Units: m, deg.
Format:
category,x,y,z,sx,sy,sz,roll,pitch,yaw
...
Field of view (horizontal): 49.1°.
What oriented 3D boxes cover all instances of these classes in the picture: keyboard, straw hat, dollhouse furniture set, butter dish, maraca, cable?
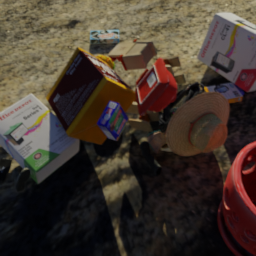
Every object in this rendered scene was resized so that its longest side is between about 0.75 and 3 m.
category,x,y,z,sx,sy,sz,roll,pitch,yaw
keyboard,-4.311,1.427,9.456,0.537,0.115,0.895,7,49,-3
straw hat,2.465,0.152,8.729,2.435,2.435,1.030,-17,35,-14
dollhouse furniture set,0.600,-1.774,10.471,1.498,2.876,2.908,9,51,39
butter dish,0.962,-1.067,8.245,1.046,1.411,1.415,22,37,-25
maraca,-1.396,-2.750,12.530,1.615,0.864,1.107,-10,54,-12
cable,1.635,-0.706,9.562,2.058,0.523,1.679,-53,20,-9

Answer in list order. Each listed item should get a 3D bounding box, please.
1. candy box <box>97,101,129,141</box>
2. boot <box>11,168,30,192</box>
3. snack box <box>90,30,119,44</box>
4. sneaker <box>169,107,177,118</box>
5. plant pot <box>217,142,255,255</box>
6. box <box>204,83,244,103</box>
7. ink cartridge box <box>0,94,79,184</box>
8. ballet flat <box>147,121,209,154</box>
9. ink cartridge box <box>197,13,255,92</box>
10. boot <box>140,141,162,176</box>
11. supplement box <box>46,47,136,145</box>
category,x,y,z,sx,sy,sz,roll,pitch,yaw
candy box,-0.423,-0.180,8.126,0.367,0.953,0.806,19,71,25
boot,-3.367,1.444,8.600,0.329,0.973,0.636,-7,46,-48
snack box,-1.224,-4.774,14.654,1.515,0.281,0.880,-3,49,-2
sneaker,1.742,-0.586,11.064,0.805,0.297,0.352,-3,50,2
plant pot,3.808,2.080,7.256,2.828,2.575,2.828,0,50,0
box,4.026,-1.423,11.771,1.566,0.325,0.932,-10,50,-11
ink cartridge box,-3.160,0.306,9.463,2.502,1.051,1.812,41,60,15
ballet flat,1.985,0.329,10.009,2.602,0.886,0.875,-18,63,-5
ink cartridge box,4.715,-3.255,11.953,1.284,2.213,2.999,-18,49,-37
boot,0.761,1.014,9.315,0.328,0.823,0.999,-24,49,-6
supplement box,-1.319,-1.077,9.599,1.493,2.218,2.249,19,24,-48
